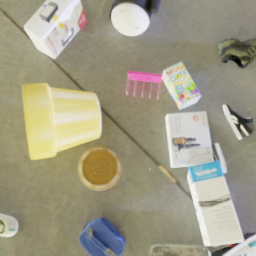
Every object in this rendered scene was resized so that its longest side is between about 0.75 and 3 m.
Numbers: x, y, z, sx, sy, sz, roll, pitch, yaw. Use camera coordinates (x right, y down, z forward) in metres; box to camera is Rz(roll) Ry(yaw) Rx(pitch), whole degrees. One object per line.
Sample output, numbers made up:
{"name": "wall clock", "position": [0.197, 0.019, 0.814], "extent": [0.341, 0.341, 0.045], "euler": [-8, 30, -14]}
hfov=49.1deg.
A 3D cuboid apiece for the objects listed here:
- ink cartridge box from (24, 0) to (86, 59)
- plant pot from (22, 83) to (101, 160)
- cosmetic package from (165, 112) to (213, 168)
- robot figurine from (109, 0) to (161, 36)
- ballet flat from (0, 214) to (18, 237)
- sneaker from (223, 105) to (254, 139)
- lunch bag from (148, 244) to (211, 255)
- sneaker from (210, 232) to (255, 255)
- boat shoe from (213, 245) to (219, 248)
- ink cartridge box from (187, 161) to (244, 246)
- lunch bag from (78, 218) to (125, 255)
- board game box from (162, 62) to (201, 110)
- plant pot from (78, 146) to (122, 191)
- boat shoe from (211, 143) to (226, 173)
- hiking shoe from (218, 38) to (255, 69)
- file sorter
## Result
{"name": "ink cartridge box", "position": [-2.917, -4.303, 11.563], "extent": [1.006, 1.734, 2.350], "euler": [32, 79, 10]}
{"name": "plant pot", "position": [-2.395, -0.311, 10.243], "extent": [2.535, 2.695, 2.695], "euler": [-6, 75, -18]}
{"name": "cosmetic package", "position": [2.378, 0.449, 10.986], "extent": [1.570, 0.538, 2.082], "euler": [-4, 76, -4]}
{"name": "robot figurine", "position": [0.285, -5.233, 11.873], "extent": [1.673, 2.014, 2.681], "euler": [19, 76, -16]}
{"name": "ballet flat", "position": [-5.391, 3.285, 10.061], "extent": [2.806, 0.974, 0.974], "euler": [14, 76, 4]}
{"name": "sneaker", "position": [4.418, -0.377, 11.067], "extent": [0.836, 0.546, 1.495], "euler": [-26, 89, 12]}
{"name": "lunch bag", "position": [1.788, 4.876, 9.033], "extent": [2.148, 1.801, 1.496], "euler": [-9, 35, 20]}
{"name": "sneaker", "position": [3.757, 4.659, 9.744], "extent": [2.379, 0.837, 1.112], "euler": [-27, 77, -8]}
{"name": "boat shoe", "position": [3.300, 3.836, 10.224], "extent": [0.389, 0.345, 1.040], "euler": [-9, 60, 40]}
{"name": "ink cartridge box", "position": [2.844, 2.625, 9.520], "extent": [1.068, 1.849, 2.533], "euler": [-12, 66, 5]}
{"name": "lunch bag", "position": [-0.932, 3.937, 9.797], "extent": [1.652, 1.093, 1.122], "euler": [42, 79, 9]}
{"name": "board game box", "position": [2.125, -1.684, 11.362], "extent": [0.822, 0.837, 1.597], "euler": [-25, 77, -6]}
{"name": "plant pot", "position": [-1.101, 1.541, 10.857], "extent": [1.727, 0.237, 1.727], "euler": [0, 76, 1]}
{"name": "boat shoe", "position": [3.471, 1.196, 10.859], "extent": [0.401, 0.424, 1.182], "euler": [-21, 74, 25]}
{"name": "hiking shoe", "position": [5.055, -3.065, 11.778], "extent": [2.454, 0.929, 1.236], "euler": [1, 84, 10]}
{"name": "file sorter", "position": [0.612, -1.672, 11.229], "extent": [1.346, 0.935, 0.844], "euler": [7, 86, 4]}
